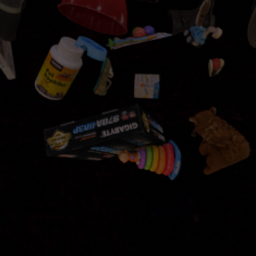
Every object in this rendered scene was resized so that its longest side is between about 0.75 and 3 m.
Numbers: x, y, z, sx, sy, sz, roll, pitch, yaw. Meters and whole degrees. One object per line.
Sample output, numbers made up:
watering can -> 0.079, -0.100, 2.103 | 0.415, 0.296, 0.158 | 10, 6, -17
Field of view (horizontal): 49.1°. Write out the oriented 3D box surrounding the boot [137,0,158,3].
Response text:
boot -> 1.426, -5.172, 9.129 | 2.934, 1.062, 2.441 | 21, 89, 25

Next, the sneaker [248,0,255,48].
sneaker -> 4.616, -4.191, 9.023 | 1.119, 2.992, 1.589 | 9, 47, 16

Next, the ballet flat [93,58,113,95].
ballet flat -> -0.891, -1.994, 11.051 | 0.599, 0.599, 1.694 | 11, 63, 6

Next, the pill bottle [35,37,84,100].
pill bottle -> -2.015, -1.751, 8.318 | 0.973, 1.782, 0.973 | 26, 35, -20

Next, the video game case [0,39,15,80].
video game case -> -5.119, -3.785, 10.699 | 0.337, 2.680, 2.944 | -15, 64, -6

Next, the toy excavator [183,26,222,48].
toy excavator -> 2.581, -3.258, 9.663 | 0.554, 1.109, 1.079 | 13, 50, -35

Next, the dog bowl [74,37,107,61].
dog bowl -> -0.877, -1.899, 6.667 | 0.903, 0.224, 0.503 | 38, 28, 25

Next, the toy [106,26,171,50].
toy -> 0.278, -2.828, 8.553 | 1.834, 0.433, 1.056 | -19, 26, -10

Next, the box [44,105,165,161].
box -> -0.383, 0.265, 7.085 | 2.219, 2.792, 0.642 | -14, 77, 14

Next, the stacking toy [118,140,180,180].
stacking toy -> 0.494, 0.755, 6.998 | 1.488, 0.864, 0.817 | 6, 19, -10

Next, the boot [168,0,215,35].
boot -> 2.760, -5.094, 12.428 | 1.978, 0.787, 2.272 | 1, 66, 0

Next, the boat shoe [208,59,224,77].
boat shoe -> 2.794, -1.939, 8.978 | 0.400, 1.280, 0.456 | -9, 86, 13

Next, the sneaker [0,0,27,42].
sneaker -> -3.583, -3.513, 8.469 | 0.780, 1.107, 2.084 | 15, 37, -20

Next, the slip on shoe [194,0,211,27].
slip on shoe -> 2.332, -3.631, 8.843 | 0.310, 0.815, 0.247 | 1, 35, -20

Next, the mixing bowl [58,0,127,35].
mixing bowl -> -0.896, -3.713, 8.327 | 2.113, 2.113, 1.144 | 16, 93, 8

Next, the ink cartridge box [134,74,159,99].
ink cartridge box -> 0.703, -1.591, 10.726 | 0.916, 0.662, 0.674 | 2, 63, 1

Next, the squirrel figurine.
squirrel figurine -> 2.883, 0.245, 8.997 | 1.500, 2.120, 1.979 | -22, 75, -5
